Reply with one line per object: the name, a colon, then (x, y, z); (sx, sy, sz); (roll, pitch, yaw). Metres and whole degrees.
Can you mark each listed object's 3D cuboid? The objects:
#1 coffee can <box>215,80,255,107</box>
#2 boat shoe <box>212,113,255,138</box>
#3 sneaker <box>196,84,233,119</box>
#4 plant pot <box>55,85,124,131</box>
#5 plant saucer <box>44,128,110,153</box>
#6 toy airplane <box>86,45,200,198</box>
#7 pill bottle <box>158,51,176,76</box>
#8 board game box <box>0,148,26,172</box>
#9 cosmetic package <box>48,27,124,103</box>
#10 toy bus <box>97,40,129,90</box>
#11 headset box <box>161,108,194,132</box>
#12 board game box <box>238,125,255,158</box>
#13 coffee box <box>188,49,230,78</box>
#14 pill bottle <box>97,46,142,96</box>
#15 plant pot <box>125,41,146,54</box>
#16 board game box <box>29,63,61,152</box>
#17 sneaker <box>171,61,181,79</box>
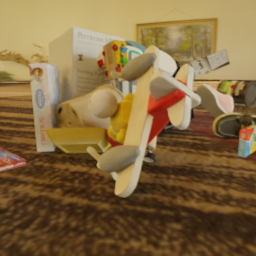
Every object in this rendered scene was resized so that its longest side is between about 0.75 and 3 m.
coffee can: (6.930, -2.240, 17.996); (1.573, 1.573, 2.149); (-10, 15, -38)
boat shoe: (4.138, -0.078, 9.923); (2.440, 0.872, 0.802); (-1, 7, -24)
sneaker: (3.360, -1.098, 10.700); (0.709, 1.883, 0.984); (-24, 24, 50)
plant pot: (-1.158, -0.276, 8.375); (1.850, 1.850, 1.694); (10, 19, 39)
plant saucer: (-1.292, 0.400, 7.705); (1.599, 0.387, 1.599); (-2, -15, 3)
toy airplane: (0.159, -0.365, 6.285); (2.104, 2.969, 2.981); (18, 17, -9)
pill bottle: (0.676, -1.625, 10.990); (1.499, 2.756, 1.499); (16, 47, -19)
board game box: (-3.518, 0.832, 7.473); (1.655, 0.161, 0.852); (12, 18, 42)
cosmetic package: (-1.667, -2.096, 11.015); (2.295, 2.743, 2.281); (0, -1, -37)
toy bus: (-0.300, -1.942, 8.280); (0.653, 1.263, 1.192); (-8, 45, -38)
headset box: (1.549, -0.872, 10.269); (1.457, 1.674, 0.776); (-23, 46, -1)
board game box: (3.519, 0.368, 8.160); (0.203, 0.771, 1.007); (11, 18, 41)
coffee box: (3.415, -2.768, 12.389); (1.778, 0.709, 1.017); (-22, 7, -11)
pill bottle: (-0.256, -1.177, 9.480); (1.588, 2.808, 1.588); (0, -6, 0)
plant pot: (-0.035, -3.096, 12.705); (2.139, 2.139, 1.441); (4, -13, 15)
board game box: (-2.501, -0.737, 8.842); (0.507, 2.465, 2.459); (-3, 10, -6)
sneaker: (1.635, -2.490, 11.042); (0.865, 1.658, 0.498); (1, 52, 38)
